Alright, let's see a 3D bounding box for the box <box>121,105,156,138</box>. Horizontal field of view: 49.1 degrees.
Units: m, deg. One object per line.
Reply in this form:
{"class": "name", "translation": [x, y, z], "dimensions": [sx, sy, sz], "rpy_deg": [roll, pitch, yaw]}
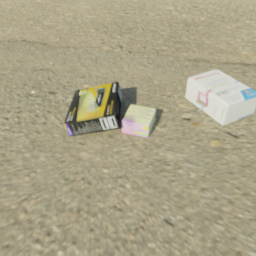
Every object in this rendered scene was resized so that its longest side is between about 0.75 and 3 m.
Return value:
{"class": "box", "translation": [0.422, -0.278, 10.706], "dimensions": [1.041, 0.572, 1.184], "rpy_deg": [11, 39, 13]}

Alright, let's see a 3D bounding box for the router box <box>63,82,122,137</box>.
{"class": "router box", "translation": [-1.286, -0.789, 10.937], "dimensions": [1.936, 0.643, 2.462], "rpy_deg": [-11, 36, 9]}

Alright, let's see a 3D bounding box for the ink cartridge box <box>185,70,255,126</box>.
{"class": "ink cartridge box", "translation": [3.838, -1.350, 11.707], "dimensions": [1.766, 1.034, 2.444], "rpy_deg": [-18, 43, -22]}
